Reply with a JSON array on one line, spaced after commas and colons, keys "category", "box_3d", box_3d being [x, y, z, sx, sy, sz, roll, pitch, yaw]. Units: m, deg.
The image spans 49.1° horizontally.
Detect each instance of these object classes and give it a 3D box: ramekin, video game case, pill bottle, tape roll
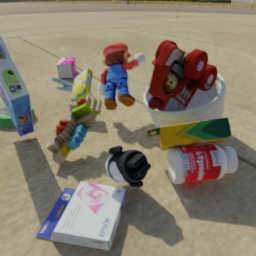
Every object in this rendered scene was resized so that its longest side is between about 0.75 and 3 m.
[{"category": "ramekin", "box_3d": [2.128, -0.826, 10.371, 2.898, 1.521, 2.898, -12, 36, 9]}, {"category": "video game case", "box_3d": [-4.043, -1.344, 9.519, 0.630, 2.773, 2.513, -23, 73, -24]}, {"category": "pill bottle", "box_3d": [2.136, 1.016, 8.152, 1.854, 1.041, 1.041, -5, 29, -9]}, {"category": "tape roll", "box_3d": [-4.826, -0.599, 11.780, 1.668, 0.401, 1.668, 0, 28, 0]}]

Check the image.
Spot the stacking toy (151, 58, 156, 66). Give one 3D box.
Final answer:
[{"category": "stacking toy", "box_3d": [1.090, -2.513, 10.531, 0.367, 0.367, 0.859, 10, 30, 18]}]

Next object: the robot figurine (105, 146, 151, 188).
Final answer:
[{"category": "robot figurine", "box_3d": [-0.036, 1.057, 7.564, 0.887, 1.069, 1.422, 9, -14, -33]}]

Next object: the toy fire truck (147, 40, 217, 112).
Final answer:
[{"category": "toy fire truck", "box_3d": [1.638, -1.486, 9.511, 1.543, 2.310, 2.751, 31, 5, 35]}]

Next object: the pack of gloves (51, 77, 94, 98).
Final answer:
[{"category": "pack of gloves", "box_3d": [-2.392, -1.491, 12.288, 2.041, 0.403, 1.715, 25, -10, 12]}]

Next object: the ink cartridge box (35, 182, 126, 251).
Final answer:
[{"category": "ink cartridge box", "box_3d": [-1.095, 2.058, 6.952, 1.804, 0.391, 1.771, 7, 30, 9]}]

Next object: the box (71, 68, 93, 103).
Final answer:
[{"category": "box", "box_3d": [-1.353, -1.212, 8.221, 0.622, 0.256, 1.060, -30, 39, 32]}]

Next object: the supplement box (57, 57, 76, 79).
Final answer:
[{"category": "supplement box", "box_3d": [-3.664, -3.605, 16.795, 0.858, 0.877, 1.696, -2, 27, -2]}]

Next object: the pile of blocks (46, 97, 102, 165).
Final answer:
[{"category": "pile of blocks", "box_3d": [-1.761, -0.113, 9.106, 1.082, 0.819, 2.637, -2, 52, 42]}]

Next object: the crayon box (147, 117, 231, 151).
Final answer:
[{"category": "crayon box", "box_3d": [1.706, 0.245, 8.288, 2.259, 0.574, 1.434, -8, -10, 5]}]

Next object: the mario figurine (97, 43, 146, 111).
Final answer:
[{"category": "mario figurine", "box_3d": [-0.271, -2.147, 11.579, 1.840, 1.580, 2.982, 5, 67, -12]}]
